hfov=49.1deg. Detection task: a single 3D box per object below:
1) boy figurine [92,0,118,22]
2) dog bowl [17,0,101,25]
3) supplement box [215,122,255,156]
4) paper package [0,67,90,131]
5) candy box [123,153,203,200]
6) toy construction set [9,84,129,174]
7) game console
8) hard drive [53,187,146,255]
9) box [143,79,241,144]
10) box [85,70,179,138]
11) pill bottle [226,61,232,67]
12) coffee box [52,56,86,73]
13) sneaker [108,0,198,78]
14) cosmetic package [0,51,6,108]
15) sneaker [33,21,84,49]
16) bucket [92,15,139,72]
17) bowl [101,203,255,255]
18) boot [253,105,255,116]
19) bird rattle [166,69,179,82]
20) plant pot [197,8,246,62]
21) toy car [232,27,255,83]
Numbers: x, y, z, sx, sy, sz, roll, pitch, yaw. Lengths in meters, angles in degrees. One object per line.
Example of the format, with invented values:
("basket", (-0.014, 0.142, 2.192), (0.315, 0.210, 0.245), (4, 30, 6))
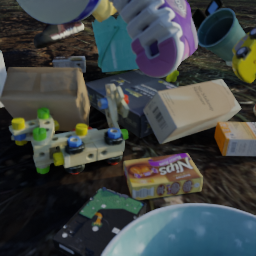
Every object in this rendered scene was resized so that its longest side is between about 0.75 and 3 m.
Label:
("boy figurine", (-0.326, -3.401, 7.693), (1.369, 0.709, 2.202), (-23, 14, 30))
("dog bowl", (-1.283, -2.779, 5.083), (1.689, 1.689, 0.665), (6, 27, 10))
("supplement box", (2.946, 0.261, 6.921), (1.366, 0.502, 0.861), (1, 30, 1))
("paper package", (-2.001, -0.671, 7.195), (1.852, 1.766, 0.958), (1, 63, 2))
("candy box", (0.690, 0.989, 5.775), (1.450, 0.409, 0.846), (-7, 31, -8))
("toy construction set", (-1.146, 0.075, 6.573), (2.945, 1.357, 1.931), (-24, 38, -17))
("game console", (2.501, -3.590, 8.797), (0.155, 1.282, 0.756), (-34, 81, -24))
("hard drive", (-0.429, 1.649, 4.775), (0.990, 0.268, 1.417), (15, 34, 24))
("box", (1.646, -0.465, 7.152), (2.239, 0.870, 1.063), (-16, 69, -30))
("box", (0.333, -0.917, 8.717), (2.272, 0.735, 2.881), (-22, 37, -31))
("pill bottle", (5.114, -2.746, 11.531), (1.096, 1.096, 1.955), (-23, 36, -33))
("coffee box", (-2.513, -2.713, 12.019), (1.337, 0.534, 0.756), (-3, 30, -6))
("sneaker", (0.374, -1.968, 4.210), (1.060, 2.398, 0.964), (-23, 3, -40))
("cosmetic package", (-5.135, -1.626, 8.842), (1.821, 1.832, 2.189), (-24, 39, -37))
("sneaker", (-1.922, -2.750, 7.031), (0.747, 1.141, 1.975), (-14, 23, 25))
("bucket", (0.097, -3.256, 10.922), (2.962, 1.927, 2.962), (-5, 12, 1))
("bowl", (0.876, 2.158, 2.832), (2.556, 1.337, 2.556), (-1, 30, 0))
("boot", (4.105, -0.542, 8.127), (0.501, 0.717, 1.336), (-3, 29, -1))
("bird rattle", (1.391, -2.362, 11.295), (1.179, 0.815, 1.446), (-17, 28, 2))
("plant pot", (2.847, -2.598, 8.179), (1.184, 1.209, 1.209), (26, 13, -37))
("toy car", (3.028, -2.515, 5.809), (2.774, 2.611, 0.619), (-22, 19, -17))
